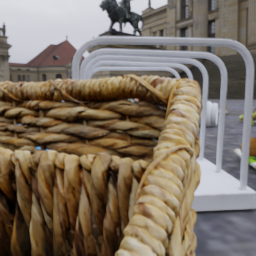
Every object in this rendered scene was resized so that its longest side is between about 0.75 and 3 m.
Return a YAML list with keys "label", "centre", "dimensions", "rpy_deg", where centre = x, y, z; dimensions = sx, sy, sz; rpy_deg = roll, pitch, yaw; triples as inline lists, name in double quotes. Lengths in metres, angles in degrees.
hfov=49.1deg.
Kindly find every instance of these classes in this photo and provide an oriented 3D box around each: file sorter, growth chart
- label: "file sorter"
  centre: [0.218, -0.136, 3.706]
  dimensions: [1.768, 1.586, 2.547]
  rpy_deg: [0, 7, -5]
- label: "growth chart"
  centre: [2.583, 0.505, 4.284]
  dimensions: [1.804, 0.160, 1.306]
  rpy_deg: [2, 8, -1]

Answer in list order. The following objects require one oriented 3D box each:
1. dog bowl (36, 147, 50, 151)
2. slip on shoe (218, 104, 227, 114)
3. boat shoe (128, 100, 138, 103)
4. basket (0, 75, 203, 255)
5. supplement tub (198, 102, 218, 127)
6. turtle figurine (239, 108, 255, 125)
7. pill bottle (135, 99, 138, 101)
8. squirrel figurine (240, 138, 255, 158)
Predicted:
- label: "dog bowl"
  centre: [-1.869, 0.385, 3.292]
  dimensions: [1.457, 0.648, 2.614]
  rpy_deg: [6, 10, 39]
- label: "slip on shoe"
  centre: [4.351, -1.085, 15.165]
  dimensions: [1.952, 0.591, 0.742]
  rpy_deg: [3, 8, 19]
- label: "boat shoe"
  centre: [-0.120, -0.484, 9.073]
  dimensions: [1.014, 0.913, 2.867]
  rpy_deg: [2, 7, 16]
- label: "basket"
  centre: [-0.633, 0.399, 0.965]
  dimensions: [1.602, 1.194, 1.144]
  rpy_deg: [4, 8, 25]
- label: "supplement tub"
  centre: [2.327, -0.460, 9.205]
  dimensions: [1.144, 0.832, 0.832]
  rpy_deg: [3, 8, 22]
- label: "turtle figurine"
  centre: [4.762, -0.435, 9.741]
  dimensions: [2.028, 0.653, 1.635]
  rpy_deg: [5, 9, 37]
- label: "pill bottle"
  centre: [1.368, -1.040, 12.170]
  dimensions: [1.261, 1.261, 2.208]
  rpy_deg: [-5, 8, -33]
- label: "squirrel figurine"
  centre: [2.768, -0.421, 3.590]
  dimensions: [2.080, 1.942, 1.472]
  rpy_deg: [-4, 16, -17]
